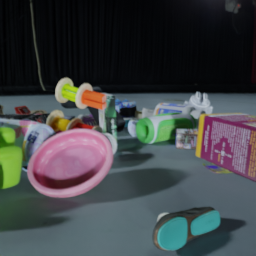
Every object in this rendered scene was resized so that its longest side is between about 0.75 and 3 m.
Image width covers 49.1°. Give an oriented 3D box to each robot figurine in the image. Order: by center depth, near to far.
[{"bbox_3d":[-3.519,0.725,5.150,2.856,1.652,2.505,-6,43,-34],"label":"robot figurine"},{"bbox_3d":[3.489,-0.954,14.183,1.487,1.754,0.990,14,45,7],"label":"robot figurine"}]

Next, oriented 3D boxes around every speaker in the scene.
[{"bbox_3d":[1.508,-0.018,10.849,2.404,1.063,1.063,-8,13,-34],"label":"speaker"}]

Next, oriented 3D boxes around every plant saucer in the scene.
[{"bbox_3d":[-1.227,0.793,6.173,1.862,0.472,1.862,-6,42,5],"label":"plant saucer"}]

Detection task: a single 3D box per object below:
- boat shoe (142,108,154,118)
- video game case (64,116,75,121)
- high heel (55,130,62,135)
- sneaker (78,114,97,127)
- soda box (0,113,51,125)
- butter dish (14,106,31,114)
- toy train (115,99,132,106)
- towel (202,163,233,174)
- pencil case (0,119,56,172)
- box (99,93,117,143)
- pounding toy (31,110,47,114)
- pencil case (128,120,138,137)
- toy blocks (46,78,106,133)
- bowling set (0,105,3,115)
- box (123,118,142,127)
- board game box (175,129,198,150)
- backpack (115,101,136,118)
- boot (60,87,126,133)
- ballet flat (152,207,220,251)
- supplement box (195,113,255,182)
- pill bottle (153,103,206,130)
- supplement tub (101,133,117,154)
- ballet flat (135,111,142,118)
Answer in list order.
[{"bbox_3d":[2.072,-0.735,15.053,2.730,0.897,0.982,-1,11,-3],"label":"boat shoe"},{"bbox_3d":[-4.395,-0.461,15.465,2.487,0.236,1.776,0,11,6],"label":"video game case"},{"bbox_3d":[-2.614,0.224,10.231,0.942,0.660,1.959,16,12,-9],"label":"high heel"},{"bbox_3d":[-1.498,-0.139,12.285,1.286,0.818,2.256,12,18,7],"label":"sneaker"},{"bbox_3d":[-4.473,-0.224,12.493,2.497,0.791,0.884,-2,7,-7],"label":"soda box"},{"bbox_3d":[-6.149,-0.778,16.261,0.857,0.634,0.855,50,34,14],"label":"butter dish"},{"bbox_3d":[-0.609,-1.331,18.322,2.170,0.941,1.240,-3,17,-16],"label":"toy train"},{"bbox_3d":[2.431,1.077,7.597,0.565,0.090,0.786,-3,11,-11],"label":"towel"},{"bbox_3d":[-3.437,0.437,7.972,2.964,1.344,1.232,7,-26,28],"label":"pencil case"},{"bbox_3d":[-0.768,-0.304,10.212,0.336,1.847,1.333,-7,12,-18],"label":"box"},{"bbox_3d":[-4.600,-0.424,14.335,0.795,0.797,1.390,8,30,-14],"label":"pounding toy"},{"bbox_3d":[0.793,-0.048,11.939,1.640,0.682,0.744,-6,33,-32],"label":"pencil case"},{"bbox_3d":[-1.349,-0.378,9.410,2.510,2.092,0.911,20,7,20],"label":"toy blocks"},{"bbox_3d":[-7.025,-0.513,13.446,1.372,1.058,1.971,1,10,7],"label":"bowling set"},{"bbox_3d":[0.352,-0.269,14.052,1.442,0.354,0.593,0,11,0],"label":"box"},{"bbox_3d":[2.270,0.392,9.979,1.136,0.550,0.906,2,11,9],"label":"board game box"},{"bbox_3d":[-0.339,-1.051,16.589,1.462,0.984,1.335,3,12,22],"label":"backpack"},{"bbox_3d":[-1.555,-0.631,12.248,2.057,0.819,2.495,-22,59,-22],"label":"boot"},{"bbox_3d":[0.800,1.520,4.323,1.521,0.517,0.520,4,-4,-40],"label":"ballet flat"},{"bbox_3d":[3.234,0.428,7.324,1.639,1.292,2.504,-2,12,-25],"label":"supplement box"},{"bbox_3d":[2.324,-0.439,12.580,2.166,1.214,1.214,11,15,37],"label":"pill bottle"},{"bbox_3d":[-0.928,0.612,8.047,0.828,0.828,1.181,6,13,29],"label":"supplement tub"},{"bbox_3d":[1.123,-0.719,15.914,1.723,0.598,0.598,7,13,32],"label":"ballet flat"}]
